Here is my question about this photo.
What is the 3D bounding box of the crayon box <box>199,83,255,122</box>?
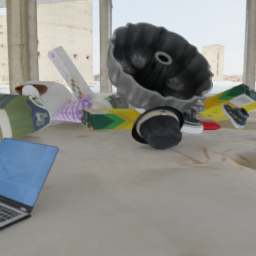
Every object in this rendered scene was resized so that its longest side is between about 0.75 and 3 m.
[{"bbox_3d":[3.396,-0.795,9.421,1.123,0.449,1.770,20,-29,-34],"label":"crayon box"}]

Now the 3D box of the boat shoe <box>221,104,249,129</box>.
[{"bbox_3d":[3.248,-0.496,8.453,0.381,0.489,1.076,0,41,-20],"label":"boat shoe"}]

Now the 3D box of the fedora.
[{"bbox_3d":[0.697,0.106,5.875,1.214,1.214,0.555,-3,43,-18],"label":"fedora"}]

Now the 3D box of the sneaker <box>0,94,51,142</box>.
[{"bbox_3d":[-2.907,-0.397,7.514,1.340,1.001,2.985,-14,20,-25],"label":"sneaker"}]

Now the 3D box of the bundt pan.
[{"bbox_3d":[0.741,-1.475,7.521,2.926,2.926,1.098,-4,-34,-25],"label":"bundt pan"}]

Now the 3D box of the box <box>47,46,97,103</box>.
[{"bbox_3d":[-2.288,-2.096,11.578,0.506,2.614,0.542,-24,15,44],"label":"box"}]

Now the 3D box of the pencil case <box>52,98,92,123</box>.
[{"bbox_3d":[-2.288,-0.714,10.529,2.133,0.912,0.895,5,10,35],"label":"pencil case"}]

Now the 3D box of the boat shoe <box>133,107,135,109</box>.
[{"bbox_3d":[0.439,-1.211,12.501,0.423,1.180,0.449,31,-1,32],"label":"boat shoe"}]

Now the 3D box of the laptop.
[{"bbox_3d":[-1.525,0.567,2.987,1.082,0.669,1.155,5,10,34],"label":"laptop"}]

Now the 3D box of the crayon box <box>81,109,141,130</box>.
[{"bbox_3d":[-0.352,-0.311,9.024,2.078,0.528,1.319,-2,9,-20],"label":"crayon box"}]

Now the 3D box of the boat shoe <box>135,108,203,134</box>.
[{"bbox_3d":[1.204,-0.533,8.192,2.187,0.725,0.765,27,28,29],"label":"boat shoe"}]

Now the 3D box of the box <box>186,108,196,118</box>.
[{"bbox_3d":[1.591,-0.471,9.201,0.909,0.534,0.894,20,-8,-40],"label":"box"}]

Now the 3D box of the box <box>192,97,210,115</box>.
[{"bbox_3d":[3.287,-1.060,13.205,1.775,0.442,1.400,4,25,24],"label":"box"}]

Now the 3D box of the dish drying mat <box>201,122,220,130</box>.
[{"bbox_3d":[1.979,-0.054,8.567,1.552,0.141,0.596,-2,20,-11],"label":"dish drying mat"}]

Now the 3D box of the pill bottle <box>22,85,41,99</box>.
[{"bbox_3d":[-2.882,-0.944,8.341,0.454,0.454,0.809,-1,-18,-7],"label":"pill bottle"}]

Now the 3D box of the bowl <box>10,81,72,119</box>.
[{"bbox_3d":[-3.355,-1.032,10.105,2.120,0.791,2.117,6,40,23],"label":"bowl"}]

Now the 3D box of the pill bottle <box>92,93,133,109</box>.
[{"bbox_3d":[-0.546,-0.781,10.218,1.442,0.816,0.816,-29,23,-30],"label":"pill bottle"}]

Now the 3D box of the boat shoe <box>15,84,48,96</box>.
[{"bbox_3d":[-3.217,-1.260,9.267,1.107,0.398,0.374,-3,-16,12],"label":"boat shoe"}]
